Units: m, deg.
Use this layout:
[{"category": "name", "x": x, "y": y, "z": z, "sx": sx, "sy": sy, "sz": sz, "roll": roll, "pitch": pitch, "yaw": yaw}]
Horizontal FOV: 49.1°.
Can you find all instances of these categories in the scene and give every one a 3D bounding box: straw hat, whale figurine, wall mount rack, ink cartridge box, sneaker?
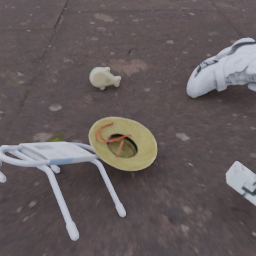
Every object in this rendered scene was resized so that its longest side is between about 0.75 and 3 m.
[{"category": "straw hat", "x": -0.189, "y": 0.542, "z": 7.019, "sx": 1.709, "sy": 0.723, "sz": 1.709, "roll": 10, "pitch": 47, "yaw": -11}, {"category": "whale figurine", "x": -0.796, "y": -1.732, "z": 9.624, "sx": 1.058, "sy": 0.842, "sz": 0.549, "roll": 7, "pitch": 31, "yaw": -20}, {"category": "wall mount rack", "x": -1.284, "y": 1.036, "z": 5.788, "sx": 2.375, "sy": 1.019, "sz": 2.733, "roll": 22, "pitch": 10, "yaw": 28}, {"category": "ink cartridge box", "x": 2.510, "y": 1.183, "z": 5.713, "sx": 0.962, "sy": 0.399, "sz": 0.705, "roll": 39, "pitch": 17, "yaw": 10}, {"category": "sneaker", "x": 3.263, "y": -1.646, "z": 8.786, "sx": 2.726, "sy": 1.024, "sz": 1.567, "roll": -35, "pitch": 46, "yaw": 1}]
